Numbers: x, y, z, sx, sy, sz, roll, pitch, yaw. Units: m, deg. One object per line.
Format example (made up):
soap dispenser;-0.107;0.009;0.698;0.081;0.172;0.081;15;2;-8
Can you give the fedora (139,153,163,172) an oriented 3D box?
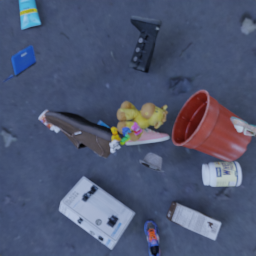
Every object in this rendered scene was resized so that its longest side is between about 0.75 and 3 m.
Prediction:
fedora;0.818;1.089;9.068;0.855;0.966;0.436;25;78;-2

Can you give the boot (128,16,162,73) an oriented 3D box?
boot;0.414;-3.104;10.403;0.608;1.527;1.852;-1;112;-38

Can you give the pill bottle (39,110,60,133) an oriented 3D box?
pill bottle;-2.836;-0.223;10.356;0.848;0.475;0.475;42;83;-6

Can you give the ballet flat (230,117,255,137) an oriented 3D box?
ballet flat;3.207;0.005;7.706;0.977;0.333;0.329;20;90;-9

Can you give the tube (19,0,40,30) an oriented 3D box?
tube;-4.101;-5.089;11.374;0.820;0.534;2.117;-12;85;12

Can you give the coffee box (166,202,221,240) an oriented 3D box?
coffee box;2.227;3.194;9.730;1.624;0.918;0.648;22;81;5

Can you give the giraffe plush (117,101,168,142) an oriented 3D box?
giraffe plush;0.569;-0.299;8.929;1.545;1.253;1.333;17;64;-40

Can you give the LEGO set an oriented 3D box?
LEGO set;-0.200;0.155;7.924;1.149;0.438;0.472;-36;124;-27

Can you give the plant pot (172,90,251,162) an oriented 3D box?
plant pot;2.754;0.068;9.075;1.899;1.953;1.953;25;81;-13

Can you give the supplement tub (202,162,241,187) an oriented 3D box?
supplement tub;3.180;1.586;9.585;1.156;0.838;0.838;-3;80;5

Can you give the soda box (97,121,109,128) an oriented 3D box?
soda box;-0.755;0.164;10.528;1.003;0.340;0.322;39;83;6

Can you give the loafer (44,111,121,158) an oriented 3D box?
loafer;-1.666;0.200;9.190;2.890;1.055;1.026;22;100;26

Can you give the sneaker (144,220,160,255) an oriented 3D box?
sneaker;0.894;3.923;9.801;0.512;0.533;1.359;-12;81;-3

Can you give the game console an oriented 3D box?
game console;-3.410;-1.984;8.640;0.630;0.909;1.064;11;38;14

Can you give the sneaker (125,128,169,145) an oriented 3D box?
sneaker;0.681;0.153;10.383;1.640;0.617;0.857;-6;86;3

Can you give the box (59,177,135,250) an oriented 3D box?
box;-1.072;2.860;9.548;2.241;0.674;1.307;33;48;11
